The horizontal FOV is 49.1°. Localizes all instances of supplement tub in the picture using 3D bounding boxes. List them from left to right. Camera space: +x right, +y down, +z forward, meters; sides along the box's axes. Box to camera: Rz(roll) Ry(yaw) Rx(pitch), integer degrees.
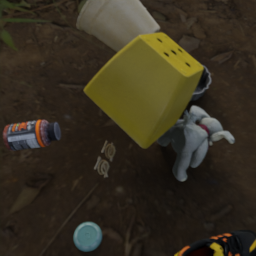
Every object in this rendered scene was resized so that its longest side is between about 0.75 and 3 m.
[{"bbox_3d":[-3.000,0.217,8.843,1.610,0.861,0.861,-8,55,2],"label":"supplement tub"}]

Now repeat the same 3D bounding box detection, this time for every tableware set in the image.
[{"bbox_3d":[-0.641,0.997,8.859,0.210,0.693,1.049,6,62,31],"label":"tableware set"}]

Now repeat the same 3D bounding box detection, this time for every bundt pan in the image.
[{"bbox_3d":[2.399,-1.966,12.129,2.188,0.821,2.188,0,56,-1],"label":"bundt pan"}]

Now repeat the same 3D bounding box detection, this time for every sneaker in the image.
[{"bbox_3d":[2.661,3.580,7.996,2.841,1.278,0.994,-14,56,-9],"label":"sneaker"}]

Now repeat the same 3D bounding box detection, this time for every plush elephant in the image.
[{"bbox_3d":[2.473,0.313,9.963,1.916,2.475,2.038,-4,46,-25],"label":"plush elephant"}]

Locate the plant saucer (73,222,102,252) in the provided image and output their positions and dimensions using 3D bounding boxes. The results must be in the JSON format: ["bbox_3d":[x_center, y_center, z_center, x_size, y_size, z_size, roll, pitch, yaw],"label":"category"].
[{"bbox_3d":[-1.279,3.401,8.809,0.897,0.161,0.897,0,56,0],"label":"plant saucer"}]

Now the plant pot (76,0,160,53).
[{"bbox_3d":[-0.191,-3.835,10.353,2.311,2.525,2.525,43,62,-5],"label":"plant pot"}]

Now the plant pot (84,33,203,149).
[{"bbox_3d":[0.741,-1.398,8.566,2.598,2.292,2.598,44,34,9],"label":"plant pot"}]
